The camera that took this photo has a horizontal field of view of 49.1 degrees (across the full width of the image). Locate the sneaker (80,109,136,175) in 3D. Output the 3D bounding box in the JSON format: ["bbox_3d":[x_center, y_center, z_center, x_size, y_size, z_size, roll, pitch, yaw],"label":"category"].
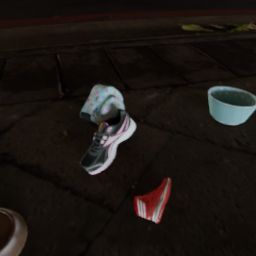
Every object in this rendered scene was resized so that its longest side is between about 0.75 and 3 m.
[{"bbox_3d":[-0.787,0.310,9.042,0.968,1.040,2.409,17,59,35],"label":"sneaker"}]

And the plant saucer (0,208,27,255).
[{"bbox_3d":[-3.488,2.637,6.696,2.009,0.322,2.009,1,33,-1],"label":"plant saucer"}]

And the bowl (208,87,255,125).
[{"bbox_3d":[4.067,-0.815,11.179,1.954,1.022,1.954,3,31,-2],"label":"bowl"}]

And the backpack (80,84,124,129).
[{"bbox_3d":[-0.839,-0.770,10.190,1.178,1.351,1.537,7,73,37],"label":"backpack"}]

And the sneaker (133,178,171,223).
[{"bbox_3d":[0.640,1.839,7.674,0.851,0.577,1.473,13,34,17],"label":"sneaker"}]
